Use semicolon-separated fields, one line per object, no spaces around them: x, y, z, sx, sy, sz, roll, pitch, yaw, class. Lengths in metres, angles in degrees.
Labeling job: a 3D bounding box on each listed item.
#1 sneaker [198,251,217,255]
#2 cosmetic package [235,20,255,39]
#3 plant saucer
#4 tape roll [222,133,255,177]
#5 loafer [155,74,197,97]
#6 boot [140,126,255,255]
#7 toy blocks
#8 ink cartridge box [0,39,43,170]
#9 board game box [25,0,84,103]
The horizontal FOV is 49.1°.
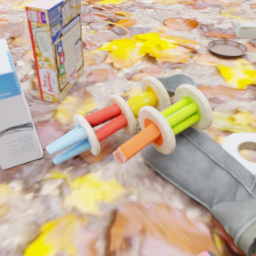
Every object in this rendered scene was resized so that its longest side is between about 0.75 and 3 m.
0.633;2.517;3.309;1.044;0.887;2.407;11;41;14;sneaker
5.286;-4.076;11.625;1.454;0.517;0.765;4;40;5;cosmetic package
3.666;-2.910;10.427;1.442;0.248;1.442;0;40;0;plant saucer
2.724;0.609;6.140;1.354;0.247;1.354;0;40;0;tape roll
1.257;-1.147;7.756;1.482;0.516;0.557;11;82;40;loafer
1.981;0.667;5.488;2.554;1.019;2.809;-26;40;-18;boot
-0.125;0.072;5.577;2.775;1.008;2.313;-31;29;-18;toy blocks
-2.642;-0.485;5.932;0.921;2.199;1.595;-18;43;-18;ink cartridge box
-1.894;-2.311;7.832;0.599;2.586;1.959;12;40;9;board game box
